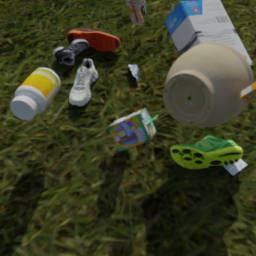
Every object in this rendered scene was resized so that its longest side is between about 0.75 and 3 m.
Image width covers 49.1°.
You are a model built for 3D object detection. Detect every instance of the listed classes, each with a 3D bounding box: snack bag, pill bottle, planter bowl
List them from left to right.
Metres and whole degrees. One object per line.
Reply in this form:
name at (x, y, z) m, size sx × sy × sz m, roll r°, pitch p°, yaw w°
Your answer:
pill bottle at (-3.120, -1.131, 9.448) m, size 1.073 × 1.073 × 1.902 m, roll 9°, pitch 42°, yaw 7°
planter bowl at (2.166, -1.102, 8.449) m, size 2.626 × 2.626 × 1.767 m, roll 33°, pitch 41°, yaw 24°
snack bag at (3.870, 1.300, 10.323) m, size 0.816 × 0.087 × 0.769 m, roll -26°, pitch 54°, yaw -20°

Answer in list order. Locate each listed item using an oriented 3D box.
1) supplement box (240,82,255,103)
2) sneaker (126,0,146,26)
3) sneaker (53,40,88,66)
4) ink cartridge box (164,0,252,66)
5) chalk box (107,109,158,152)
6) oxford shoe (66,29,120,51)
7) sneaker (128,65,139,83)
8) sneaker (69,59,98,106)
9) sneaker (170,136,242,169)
supplement box at (3.271, -0.976, 7.103) m, size 0.285 × 0.857 × 0.295 m, roll 31°, pitch 54°, yaw -15°
sneaker at (0.352, -4.759, 10.619) m, size 0.676 × 1.728 × 0.667 m, roll 20°, pitch 67°, yaw 15°
sneaker at (-2.749, -3.743, 14.146) m, size 1.889 × 0.713 × 1.075 m, roll -25°, pitch 55°, yaw -12°
ink cartridge box at (2.781, -3.005, 9.813) m, size 1.976 × 1.159 × 2.699 m, roll -17°, pitch 81°, yaw -29°
chalk box at (0.239, 0.006, 7.304) m, size 1.214 × 0.751 × 0.755 m, roll -22°, pitch 8°, yaw 23°
oxford shoe at (-1.740, -4.833, 14.850) m, size 2.930 × 1.043 × 1.063 m, roll 13°, pitch 46°, yaw 10°
sneaker at (0.328, -2.641, 13.364) m, size 0.457 × 0.449 × 1.186 m, roll -12°, pitch 53°, yaw -5°
sneaker at (-2.055, -2.051, 12.513) m, size 0.965 × 1.041 × 2.568 m, roll 7°, pitch 52°, yaw 4°
sneaker at (2.800, 0.883, 10.291) m, size 2.538 × 0.940 × 1.060 m, roll 0°, pitch 29°, yaw 1°
